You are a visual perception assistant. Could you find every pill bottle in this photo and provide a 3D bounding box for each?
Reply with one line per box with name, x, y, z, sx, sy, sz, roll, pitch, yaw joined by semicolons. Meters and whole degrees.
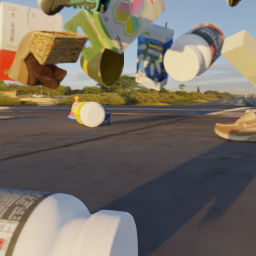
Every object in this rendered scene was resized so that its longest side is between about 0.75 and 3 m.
pill bottle;2.410;-2.731;10.079;1.524;1.524;2.631;4;32;35
pill bottle;-0.438;0.499;1.087;0.881;0.510;0.510;1;6;16
pill bottle;-1.274;-0.467;9.317;0.812;0.812;1.486;-2;6;-21

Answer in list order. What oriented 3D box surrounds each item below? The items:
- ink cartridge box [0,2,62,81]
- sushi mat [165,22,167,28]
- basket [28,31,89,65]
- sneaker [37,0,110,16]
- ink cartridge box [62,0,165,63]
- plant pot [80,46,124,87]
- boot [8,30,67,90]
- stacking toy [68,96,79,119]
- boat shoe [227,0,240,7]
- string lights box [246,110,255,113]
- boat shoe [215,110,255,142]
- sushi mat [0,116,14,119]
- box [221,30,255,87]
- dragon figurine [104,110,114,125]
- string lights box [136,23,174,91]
ink cartridge box;-3.050;-2.593;8.826;1.827;2.247;0.641;0;-2;-33
sushi mat;1.351;-3.455;10.755;0.066;1.091;0.522;10;46;0
basket;-1.621;-2.032;6.458;1.120;0.799;0.834;-18;-25;-46
sneaker;-0.865;-2.627;5.425;2.322;1.059;0.901;-16;24;41
ink cartridge box;-0.310;-3.245;8.186;0.852;2.874;1.492;38;-11;39
plant pot;-1.109;-2.548;10.819;1.224;1.725;1.725;17;13;26
boot;-2.467;-1.905;8.177;1.506;0.655;1.811;10;-43;-40
stacking toy;-2.394;-0.966;13.040;0.616;1.061;0.582;6;8;22
boat shoe;3.516;-4.255;8.519;0.552;0.519;1.536;-16;-19;-17
string lights box;5.270;-0.411;10.319;1.676;0.494;0.861;-3;6;-27
boat shoe;2.660;-0.044;5.803;0.696;0.660;1.839;-5;7;-40
sushi mat;-5.885;-0.437;12.640;0.778;0.098;1.626;0;6;4
box;3.769;-2.083;8.618;1.876;0.641;0.771;33;-25;-27
dragon figurine;-0.807;-0.405;9.734;0.834;0.415;0.246;29;1;2
string lights box;0.982;-2.718;10.788;1.172;2.281;0.673;27;47;26
